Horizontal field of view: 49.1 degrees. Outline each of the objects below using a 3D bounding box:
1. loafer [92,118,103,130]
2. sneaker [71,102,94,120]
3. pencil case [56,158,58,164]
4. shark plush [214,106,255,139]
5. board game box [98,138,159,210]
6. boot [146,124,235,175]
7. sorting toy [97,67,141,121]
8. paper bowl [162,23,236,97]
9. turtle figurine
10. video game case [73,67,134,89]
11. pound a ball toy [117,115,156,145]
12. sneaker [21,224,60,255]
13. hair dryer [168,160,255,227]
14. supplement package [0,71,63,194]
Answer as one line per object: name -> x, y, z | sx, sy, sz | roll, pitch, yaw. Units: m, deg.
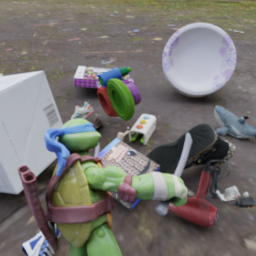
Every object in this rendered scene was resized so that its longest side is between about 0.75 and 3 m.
loafer -> -1.089, -0.103, 9.003 | 0.296, 0.288, 0.811 | -30, 8, 20
sneaker -> -1.649, -0.435, 9.146 | 1.047, 0.489, 0.368 | -33, 10, 5
pencil case -> -1.458, 1.011, 6.883 | 0.555, 0.639, 1.428 | -24, 31, -6
shark plush -> 3.430, -0.038, 8.544 | 0.850, 0.779, 1.870 | -20, 36, -30
board game box -> -0.106, 1.002, 6.303 | 1.265, 0.613, 1.009 | 30, 52, 25
boot -> 1.534, 0.787, 7.034 | 1.606, 2.126, 0.767 | 22, 42, -46
sorting toy -> -0.166, -1.092, 8.509 | 1.022, 1.496, 2.489 | -26, 13, -18
paper bowl -> 2.722, -2.577, 11.103 | 2.731, 2.731, 1.420 | 4, 3, 6
turtle figurine -> -0.096, 1.384, 4.251 | 2.155, 2.904, 2.995 | -4, -10, 16
video game case -> -1.022, -2.107, 11.811 | 2.349, 0.421, 2.129 | 4, 24, -6
pound a ball toy -> 0.276, 0.009, 8.645 | 0.846, 0.551, 1.298 | 11, 31, 19
sneaker -> -1.627, 2.073, 5.141 | 0.565, 0.395, 0.978 | -9, 31, 8
hair dryer -> 1.581, 1.459, 5.981 | 1.788, 0.486, 1.362 | -16, 37, -6
supplement package -> -3.291, 0.038, 6.634 | 2.702, 2.050, 2.035 | -1, 27, 26
